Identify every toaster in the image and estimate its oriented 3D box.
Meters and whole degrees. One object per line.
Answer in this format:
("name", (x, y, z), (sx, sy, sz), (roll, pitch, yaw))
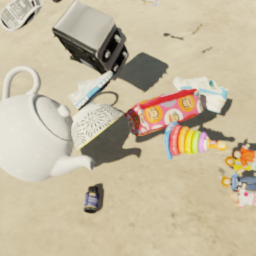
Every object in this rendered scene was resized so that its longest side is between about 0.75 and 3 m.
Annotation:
("toaster", (-1.194, -2.779, 9.147), (2.244, 2.029, 1.332), (32, 84, 20))

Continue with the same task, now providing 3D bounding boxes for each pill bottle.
("pill bottle", (-1.202, 2.362, 9.223), (0.461, 0.461, 0.825), (2, 52, 1))

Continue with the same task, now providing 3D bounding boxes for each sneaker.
("sneaker", (-1.012, -1.132, 7.508), (0.608, 0.526, 1.403), (45, 75, 6))
("sneaker", (2.551, -1.394, 9.987), (0.884, 0.933, 2.310), (8, 24, -42))

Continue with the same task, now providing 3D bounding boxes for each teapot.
("teapot", (-2.408, -0.013, 7.670), (1.946, 2.665, 2.630), (-38, 36, 15))

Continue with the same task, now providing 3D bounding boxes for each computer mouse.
("computer mouse", (-3.518, -4.422, 10.013), (2.524, 0.554, 1.384), (-38, 89, 9))

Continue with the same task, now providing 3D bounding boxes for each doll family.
("doll family", (2.801, 1.173, 6.857), (0.965, 0.700, 1.554), (4, 87, 12))

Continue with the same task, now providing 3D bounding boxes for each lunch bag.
("lunch bag", (1.169, -0.500, 8.699), (2.135, 2.424, 0.993), (-18, 91, -18))

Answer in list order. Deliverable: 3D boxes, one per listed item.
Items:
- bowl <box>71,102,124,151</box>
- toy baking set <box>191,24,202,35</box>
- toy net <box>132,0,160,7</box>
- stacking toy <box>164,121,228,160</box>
("bowl", (-0.909, -0.169, 6.998), (1.520, 1.520, 0.713), (-39, 94, -26))
("toy baking set", (2.809, -4.046, 11.518), (0.091, 0.597, 0.778), (51, 23, 1))
("toy net", (0.659, -4.987, 10.709), (1.265, 0.664, 0.244), (16, 82, 3))
("stacking toy", (1.640, 0.361, 6.737), (1.447, 0.794, 0.840), (7, 39, 30))
